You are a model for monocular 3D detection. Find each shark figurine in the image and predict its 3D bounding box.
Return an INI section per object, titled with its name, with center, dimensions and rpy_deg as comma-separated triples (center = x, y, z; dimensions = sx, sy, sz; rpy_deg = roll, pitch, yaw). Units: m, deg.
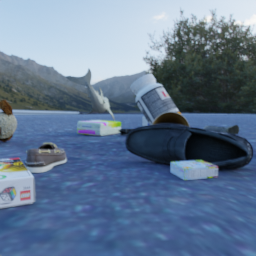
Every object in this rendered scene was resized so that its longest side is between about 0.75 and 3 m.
[shark figurine]
center = -1.160, -0.803, 8.969
dimensions = 0.931, 1.332, 2.230
rpy_deg = -25, -22, 5

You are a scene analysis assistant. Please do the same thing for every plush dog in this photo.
[plush dog]
center = -4.925, -0.068, 10.189
dimensions = 1.748, 2.035, 1.632
rpy_deg = -17, 48, -42

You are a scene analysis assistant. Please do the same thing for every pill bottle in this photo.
[pill bottle]
center = 1.064, -0.931, 10.945
dimensions = 1.264, 2.172, 1.264
rpy_deg = -28, -12, -7

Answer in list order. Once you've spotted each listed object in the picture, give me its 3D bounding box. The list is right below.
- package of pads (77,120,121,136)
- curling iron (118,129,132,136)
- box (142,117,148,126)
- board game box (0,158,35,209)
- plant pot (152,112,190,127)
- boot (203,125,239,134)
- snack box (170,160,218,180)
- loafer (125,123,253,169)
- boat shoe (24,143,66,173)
[package of pads]
center = -1.462, -0.006, 14.086
dimensions = 1.511, 0.667, 1.955
rpy_deg = 4, 5, 29
[curling iron]
center = 0.952, 0.179, 13.511
dimensions = 2.877, 0.368, 0.713
rpy_deg = -2, 0, -9
[box]
center = 1.348, -0.295, 16.905
dimensions = 0.680, 0.793, 0.789
rpy_deg = -5, 8, -35
[board game box]
center = -2.815, 0.879, 4.120
dimensions = 2.523, 0.437, 1.593
rpy_deg = -3, 6, -29
[plant pot]
center = 1.392, 0.190, 9.454
dimensions = 1.236, 1.236, 1.326
rpy_deg = 0, -9, 5
[boot]
center = 4.770, 0.107, 14.372
dimensions = 1.294, 0.516, 1.423
rpy_deg = -1, -3, -39
[snack box]
center = 1.336, 0.852, 5.735
dimensions = 0.755, 0.255, 0.636
rpy_deg = -3, 6, -17
[loafer]
center = 1.296, 0.397, 6.539
dimensions = 2.989, 1.015, 1.049
rpy_deg = 5, -2, 20
[boat shoe]
center = -1.924, 0.638, 6.724
dimensions = 0.631, 0.522, 1.756
rpy_deg = 1, 5, 8
